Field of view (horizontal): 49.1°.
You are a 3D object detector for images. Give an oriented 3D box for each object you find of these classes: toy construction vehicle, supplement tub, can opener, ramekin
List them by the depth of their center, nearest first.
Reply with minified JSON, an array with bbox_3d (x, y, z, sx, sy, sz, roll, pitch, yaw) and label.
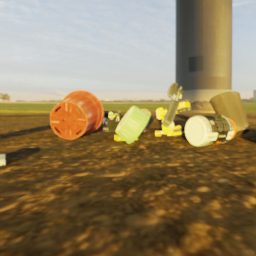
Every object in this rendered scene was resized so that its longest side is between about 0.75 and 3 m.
[{"bbox_3d":[3.106,0.085,10.441,1.808,1.108,1.108,-3,6,-33],"label":"supplement tub"},{"bbox_3d":[0.136,-0.148,10.507,0.675,1.381,1.381,35,0,-9],"label":"ramekin"},{"bbox_3d":[1.791,-0.944,11.650,0.670,2.016,0.531,21,-27,-1],"label":"can opener"},{"bbox_3d":[1.927,-0.393,12.567,1.799,1.567,0.634,-7,-3,41],"label":"toy construction vehicle"}]

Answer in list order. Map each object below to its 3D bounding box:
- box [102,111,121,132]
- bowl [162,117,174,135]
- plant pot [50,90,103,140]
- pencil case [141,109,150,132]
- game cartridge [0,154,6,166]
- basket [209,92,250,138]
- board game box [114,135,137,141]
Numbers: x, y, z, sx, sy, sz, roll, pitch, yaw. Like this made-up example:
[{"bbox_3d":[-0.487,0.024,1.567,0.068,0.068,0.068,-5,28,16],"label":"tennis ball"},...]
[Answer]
[{"bbox_3d":[-0.914,-0.373,15.501,0.845,1.138,0.707,-3,6,-35],"label":"box"},{"bbox_3d":[1.725,-0.099,11.967,0.405,0.752,0.752,-6,3,19],"label":"bowl"},{"bbox_3d":[-2.395,-0.514,12.644,2.201,2.201,2.140,1,12,6],"label":"plant pot"},{"bbox_3d":[0.740,-0.373,14.213,0.583,1.303,0.507,23,44,6],"label":"pencil case"},{"bbox_3d":[-3.482,0.835,7.218,0.598,0.182,0.897,-6,7,-23],"label":"game cartridge"},{"bbox_3d":[4.569,-0.548,12.421,1.600,1.774,1.207,0,-25,-31],"label":"basket"},{"bbox_3d":[-0.100,0.404,11.901,0.891,0.212,0.453,-2,5,-22],"label":"board game box"}]
